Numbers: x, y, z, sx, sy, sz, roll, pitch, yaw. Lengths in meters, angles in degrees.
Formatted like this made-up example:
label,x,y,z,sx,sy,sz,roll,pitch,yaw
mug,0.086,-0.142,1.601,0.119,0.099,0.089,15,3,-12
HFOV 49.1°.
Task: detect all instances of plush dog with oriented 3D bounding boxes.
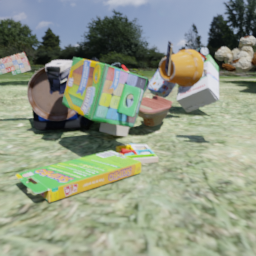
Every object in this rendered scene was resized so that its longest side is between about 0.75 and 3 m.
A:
label,x,y,z,sx,sy,sz,roll,pitch,yaw
plush dog,2.824,-1.696,7.090,1.041,0.835,0.894,-20,31,22

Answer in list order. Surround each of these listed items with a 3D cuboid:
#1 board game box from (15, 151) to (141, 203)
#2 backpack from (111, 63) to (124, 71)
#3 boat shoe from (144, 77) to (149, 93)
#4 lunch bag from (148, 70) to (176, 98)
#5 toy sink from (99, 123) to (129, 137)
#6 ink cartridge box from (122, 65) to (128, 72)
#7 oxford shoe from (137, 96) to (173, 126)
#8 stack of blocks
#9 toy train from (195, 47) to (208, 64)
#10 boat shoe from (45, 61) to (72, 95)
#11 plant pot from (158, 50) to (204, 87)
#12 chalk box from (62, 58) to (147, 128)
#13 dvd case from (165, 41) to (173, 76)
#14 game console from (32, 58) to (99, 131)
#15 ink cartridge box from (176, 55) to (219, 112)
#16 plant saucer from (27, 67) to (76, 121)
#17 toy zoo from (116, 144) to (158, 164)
label,x,y,z,sx,sy,sz,roll,pitch,yaw
board game box,-0.945,0.915,5.667,2.310,0.346,1.104,-7,14,-39
backpack,-0.646,-1.343,8.896,1.253,0.944,1.113,-17,52,8
boat shoe,-0.137,-1.091,10.485,2.525,0.917,0.792,-44,5,-23
lunch bag,1.624,-2.163,12.793,1.231,1.537,0.581,27,-12,45
toy sink,-0.365,-0.372,8.911,0.658,1.174,0.765,15,2,28
ink cartridge box,-0.332,-2.165,13.421,1.048,0.607,1.804,-16,52,-14
oxford shoe,0.917,-0.484,9.942,1.028,1.073,2.906,23,16,19
stack of blocks,-4.253,-2.283,10.284,1.120,0.645,0.328,-19,21,-7
toy train,2.900,-2.986,12.513,0.761,1.018,1.787,28,-10,-12
boat shoe,-1.930,-1.477,8.072,0.656,0.815,1.758,3,20,5
plant pot,2.004,-2.364,11.180,1.359,1.485,1.485,-11,17,-37
chalk box,-0.509,-0.843,6.939,1.317,1.323,2.127,10,9,-39
dvd case,1.365,-2.348,9.402,0.082,1.026,0.763,3,25,-1
game console,-2.141,-1.369,10.294,1.687,2.550,2.899,27,25,-40
ink cartridge box,3.279,-2.078,13.165,1.664,0.965,2.298,-22,41,37
plant saucer,-2.424,-1.165,9.442,1.863,1.863,0.321,-5,14,-20
toy zoo,0.177,0.643,7.252,0.863,0.135,1.315,-3,13,-12
